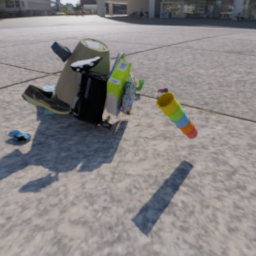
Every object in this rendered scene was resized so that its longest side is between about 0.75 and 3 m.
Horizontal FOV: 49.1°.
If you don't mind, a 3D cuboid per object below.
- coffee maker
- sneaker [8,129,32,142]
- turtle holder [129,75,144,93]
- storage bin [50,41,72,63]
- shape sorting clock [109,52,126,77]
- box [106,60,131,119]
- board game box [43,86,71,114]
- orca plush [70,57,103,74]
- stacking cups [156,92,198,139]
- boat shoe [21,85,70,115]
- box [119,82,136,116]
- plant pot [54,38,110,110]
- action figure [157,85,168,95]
[{"bbox_3d":[-1.347,-1.252,11.695,1.917,1.995,1.344,16,19,-5],"label":"coffee maker"},{"bbox_3d":[-4.266,0.324,10.896,0.936,0.367,0.421,6,30,13],"label":"sneaker"},{"bbox_3d":[0.053,-2.398,15.644,1.514,1.075,1.151,11,28,22],"label":"turtle holder"},{"bbox_3d":[-2.948,-3.277,12.013,0.616,0.667,0.917,34,12,-42],"label":"storage bin"},{"bbox_3d":[-0.451,-2.468,13.014,0.404,2.059,2.059,15,29,10],"label":"shape sorting clock"},{"bbox_3d":[-0.420,-1.586,12.005,0.548,2.299,1.402,21,57,8],"label":"box"},{"bbox_3d":[-3.338,-1.551,14.456,1.920,0.597,2.543,-7,27,-15],"label":"board game box"},{"bbox_3d":[-1.580,-2.361,10.824,0.717,0.484,1.363,21,40,30],"label":"orca plush"},{"bbox_3d":[1.686,-0.292,9.374,0.648,2.141,0.648,-21,47,24],"label":"stacking cups"},{"bbox_3d":[-2.997,-1.084,10.710,2.049,0.673,0.732,18,27,-44],"label":"boat shoe"},{"bbox_3d":[-0.009,-1.199,11.935,0.352,1.208,1.765,13,-2,5],"label":"box"},{"bbox_3d":[-1.924,-2.591,13.150,2.679,2.861,2.679,14,34,-10],"label":"plant pot"},{"bbox_3d":[1.932,-2.068,15.604,0.790,0.588,0.529,-4,29,-41],"label":"action figure"}]
